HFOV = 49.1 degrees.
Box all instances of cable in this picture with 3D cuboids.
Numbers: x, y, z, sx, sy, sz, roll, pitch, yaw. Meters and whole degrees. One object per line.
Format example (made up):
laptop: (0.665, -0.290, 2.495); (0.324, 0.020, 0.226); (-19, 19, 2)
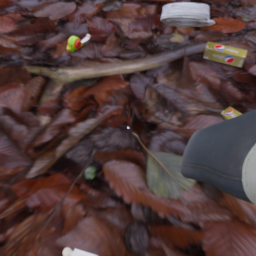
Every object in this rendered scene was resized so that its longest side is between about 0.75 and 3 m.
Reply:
cable: (1.812, -3.586, 8.905); (1.527, 0.529, 1.526); (-4, 14, -37)

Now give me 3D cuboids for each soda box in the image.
soda box: (3.569, -2.713, 10.352); (1.452, 0.465, 0.492); (19, 53, 15)
soda box: (2.361, -0.213, 6.219); (0.272, 0.257, 0.802); (-37, 15, 10)

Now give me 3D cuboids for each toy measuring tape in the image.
toy measuring tape: (-1.950, -3.464, 10.999); (0.518, 0.518, 1.408); (24, 53, 19)

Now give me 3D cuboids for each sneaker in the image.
sneaker: (1.682, -0.045, 3.324); (2.276, 0.851, 1.209); (-29, 16, -25)

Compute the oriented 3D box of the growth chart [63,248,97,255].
growth chart: (-0.985, 3.633, 4.970); (2.087, 0.256, 2.883); (20, 52, 16)
